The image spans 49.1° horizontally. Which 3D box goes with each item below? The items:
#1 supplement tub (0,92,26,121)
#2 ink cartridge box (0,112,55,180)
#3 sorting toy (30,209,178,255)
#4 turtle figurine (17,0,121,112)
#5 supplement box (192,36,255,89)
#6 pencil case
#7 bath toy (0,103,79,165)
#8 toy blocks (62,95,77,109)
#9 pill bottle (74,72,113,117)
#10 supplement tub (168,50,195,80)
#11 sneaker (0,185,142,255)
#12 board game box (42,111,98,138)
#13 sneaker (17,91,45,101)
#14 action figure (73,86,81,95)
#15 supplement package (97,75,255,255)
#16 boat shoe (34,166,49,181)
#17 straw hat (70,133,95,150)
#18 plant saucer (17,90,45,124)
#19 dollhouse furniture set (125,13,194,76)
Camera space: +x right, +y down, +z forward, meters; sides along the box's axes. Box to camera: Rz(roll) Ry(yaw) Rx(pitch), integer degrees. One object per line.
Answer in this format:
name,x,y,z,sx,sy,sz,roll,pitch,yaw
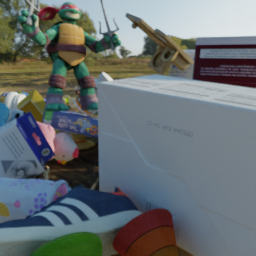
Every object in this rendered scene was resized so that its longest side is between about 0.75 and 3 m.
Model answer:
supplement tub,-4.939,-0.838,11.147,1.638,1.182,1.182,1,15,5
ink cartridge box,-2.055,0.497,5.163,1.236,1.233,0.251,-35,42,-20
sorting toy,-0.390,1.676,2.924,2.612,0.906,0.900,-6,40,-30
turtle figurine,-1.147,-1.658,5.771,1.961,2.620,1.319,-3,5,-15
supplement box,2.112,-0.297,5.642,1.578,2.899,0.883,9,13,29
pencil case,-1.888,1.157,4.453,1.886,0.784,0.856,3,5,10
bath toy,-2.015,0.329,6.284,0.885,1.041,2.393,26,-2,36
toy blocks,-2.748,-1.423,14.599,1.299,0.566,1.558,6,16,23
pill bottle,-0.810,-0.841,7.035,0.615,1.056,0.615,41,15,-13
supplement tub,2.023,-1.062,8.897,1.656,2.510,1.656,7,4,-1
sneaker,-0.921,1.249,3.691,2.273,0.852,0.961,2,32,-30
board game box,-0.744,-0.026,7.793,2.717,0.468,1.839,11,3,5
sneaker,-4.503,-1.209,12.929,0.876,1.042,2.659,5,14,26
action figure,-1.994,-1.767,14.871,2.177,0.755,1.416,21,3,16
supplement package,0.996,0.445,4.256,2.748,2.140,1.524,17,24,41
boat shoe,-1.849,0.994,5.917,0.279,0.279,0.775,23,13,-21
straw hat,-1.509,0.295,8.263,1.051,0.445,1.051,-2,12,0
plant saucer,-3.011,-0.451,9.127,1.263,1.263,0.306,-26,18,40
dollhouse furniture set,0.437,-1.512,7.664,1.754,2.153,2.047,26,13,-42
